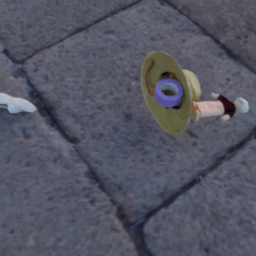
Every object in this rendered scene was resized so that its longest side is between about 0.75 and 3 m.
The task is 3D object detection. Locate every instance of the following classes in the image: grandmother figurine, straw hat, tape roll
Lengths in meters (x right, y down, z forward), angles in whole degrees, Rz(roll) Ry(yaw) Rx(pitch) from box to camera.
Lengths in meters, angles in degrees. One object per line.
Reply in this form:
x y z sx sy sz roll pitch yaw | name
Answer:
2.753 -0.606 8.375 1.771 0.536 1.074 -4 64 -9 | grandmother figurine
1.582 -1.253 8.888 1.187 2.804 2.804 -17 63 -22 | straw hat
1.159 -1.004 8.050 0.779 0.331 0.779 1 58 -2 | tape roll

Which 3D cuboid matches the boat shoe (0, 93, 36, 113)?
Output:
-3.957 -0.741 9.799 1.567 0.555 0.543 15 64 18 | boat shoe
